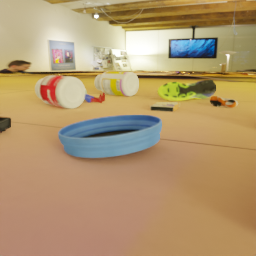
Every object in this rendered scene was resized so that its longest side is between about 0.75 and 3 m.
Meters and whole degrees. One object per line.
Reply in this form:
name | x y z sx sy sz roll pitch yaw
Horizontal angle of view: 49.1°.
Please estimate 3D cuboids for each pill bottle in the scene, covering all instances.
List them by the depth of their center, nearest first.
pill bottle | -2.652 -1.400 10.606 2.028 1.138 1.138 13 19 43
pill bottle | -0.637 -2.234 14.016 2.227 1.161 1.161 12 18 40

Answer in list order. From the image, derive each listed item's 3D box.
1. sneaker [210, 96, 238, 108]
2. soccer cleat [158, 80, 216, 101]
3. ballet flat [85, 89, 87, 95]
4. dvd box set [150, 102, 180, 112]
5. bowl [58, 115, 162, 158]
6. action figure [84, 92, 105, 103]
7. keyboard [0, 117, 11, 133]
sneaker | 3.621 -0.959 10.586 1.033 0.391 0.475 19 15 34
soccer cleat | 2.576 -1.548 12.455 2.724 0.881 1.139 -8 -15 -13
ballet flat | -2.657 -1.593 12.657 1.748 0.627 0.627 2 14 12
dvd box set | 1.355 -0.782 10.140 0.835 0.168 1.141 5 15 20
bowl | -0.338 0.119 5.548 2.017 0.396 2.017 -6 12 1
action figure | -2.130 -1.607 11.789 2.202 1.090 0.719 0 13 11
keyboard | -4.267 -0.081 6.975 2.654 0.340 1.594 4 21 13
